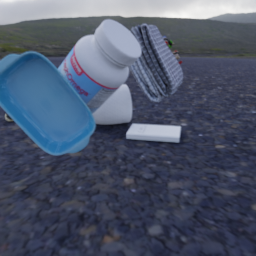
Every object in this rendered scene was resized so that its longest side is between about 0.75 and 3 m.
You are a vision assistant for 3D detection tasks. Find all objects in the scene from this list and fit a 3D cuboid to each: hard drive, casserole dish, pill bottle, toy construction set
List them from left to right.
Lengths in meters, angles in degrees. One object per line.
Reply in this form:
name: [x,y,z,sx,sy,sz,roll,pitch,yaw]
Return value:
casserole dish: [-1.886,-0.548,6.515,1.592,2.628,0.510,-34,19,13]
pill bottle: [-0.969,-1.340,7.192,2.747,1.494,1.494,-40,-8,36]
hard drive: [1.097,0.200,11.730,2.111,0.277,1.392,4,19,12]
toy construction set: [1.604,-3.118,12.285,1.083,1.410,1.176,-33,-26,25]

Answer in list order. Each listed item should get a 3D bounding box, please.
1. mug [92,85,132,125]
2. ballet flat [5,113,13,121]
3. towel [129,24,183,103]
mug: [-1.175,-1.158,13.240,2.147,1.808,2.449,-7,27,-14]
ballet flat: [-5.756,-0.663,14.180,0.606,0.518,1.824,42,14,-14]
towel: [0.959,-2.454,10.112,1.154,2.698,2.234,-23,12,28]
